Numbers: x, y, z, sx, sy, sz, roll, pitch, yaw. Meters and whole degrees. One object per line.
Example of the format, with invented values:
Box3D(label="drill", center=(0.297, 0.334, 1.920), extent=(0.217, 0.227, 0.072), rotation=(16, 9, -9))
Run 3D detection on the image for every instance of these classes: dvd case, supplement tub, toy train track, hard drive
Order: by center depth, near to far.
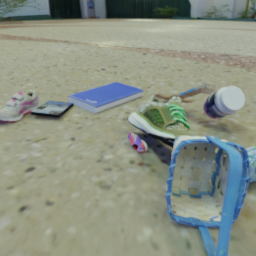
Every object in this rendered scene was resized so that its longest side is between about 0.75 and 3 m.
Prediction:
Box3D(label="supplement tub", center=(2.943, -0.767, 8.708), extent=(0.844, 0.844, 1.203), rotation=(-7, -8, -13))
Box3D(label="toy train track", center=(1.871, -0.922, 9.293), extent=(1.557, 0.442, 2.715), rotation=(7, -9, -22))
Box3D(label="dvd case", center=(-2.701, -0.689, 10.133), extent=(1.032, 0.127, 1.447), rotation=(7, 22, 8))
Box3D(label="hard drive", center=(-0.868, -1.290, 11.278), extent=(1.675, 0.322, 2.539), rotation=(23, 34, 38))

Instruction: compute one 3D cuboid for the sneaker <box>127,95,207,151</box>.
Box3D(label="sneaker", center=(1.088, -0.252, 7.354), extent=(1.131, 1.303, 2.941), rotation=(30, -1, -37))

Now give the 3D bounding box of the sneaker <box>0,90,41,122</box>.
Box3D(label="sneaker", center=(-3.852, -0.815, 9.722), extent=(0.767, 0.832, 1.885), rotation=(13, 29, 24))

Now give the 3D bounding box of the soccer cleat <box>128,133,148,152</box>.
Box3D(label="soccer cleat", center=(0.187, 0.399, 7.853), extent=(0.333, 0.310, 0.909), rotation=(-14, 32, -27))

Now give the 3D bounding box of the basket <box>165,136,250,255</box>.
Box3D(label="basket", center=(1.414, 0.980, 4.933), extent=(1.442, 1.828, 2.073), rotation=(6, 16, 2))

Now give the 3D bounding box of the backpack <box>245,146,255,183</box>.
Box3D(label="backpack", center=(2.829, 0.816, 6.302), extent=(1.041, 0.849, 0.800), rotation=(1, 26, -7))
